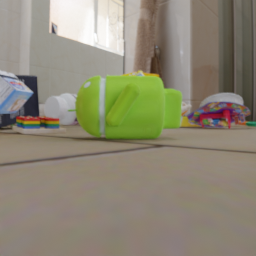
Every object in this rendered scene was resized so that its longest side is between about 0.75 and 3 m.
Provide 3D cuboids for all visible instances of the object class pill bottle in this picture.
[{"bbox_3d":[-2.548,-0.845,13.122,1.456,1.456,2.593,1,2,36],"label":"pill bottle"}]

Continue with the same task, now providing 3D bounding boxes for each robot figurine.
[{"bbox_3d":[-0.044,-0.315,4.321,1.671,0.966,1.466,1,13,-2],"label":"robot figurine"}]

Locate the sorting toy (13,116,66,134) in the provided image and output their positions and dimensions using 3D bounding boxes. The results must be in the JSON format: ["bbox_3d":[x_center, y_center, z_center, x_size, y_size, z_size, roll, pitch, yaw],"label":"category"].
[{"bbox_3d":[-1.987,-0.081,6.253,0.923,0.323,0.929,-1,5,-35],"label":"sorting toy"}]

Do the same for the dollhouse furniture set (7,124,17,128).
[{"bbox_3d":[-4.139,-0.065,9.749,0.382,0.295,0.763,-8,-23,40],"label":"dollhouse furniture set"}]

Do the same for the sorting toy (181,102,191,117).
[{"bbox_3d":[0.895,-0.881,12.459,2.723,1.455,2.452,37,34,29],"label":"sorting toy"}]

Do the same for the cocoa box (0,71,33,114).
[{"bbox_3d":[-2.503,-0.710,5.687,0.631,0.641,0.962,42,3,-3],"label":"cocoa box"}]

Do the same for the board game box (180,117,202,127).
[{"bbox_3d":[1.955,-0.218,10.079,1.739,0.351,1.330,-1,1,-5],"label":"board game box"}]

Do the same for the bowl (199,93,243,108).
[{"bbox_3d":[3.750,-0.609,11.186,1.695,0.762,1.695,2,-29,1],"label":"bowl"}]

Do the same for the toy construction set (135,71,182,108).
[{"bbox_3d":[0.841,-1.035,9.519,1.987,0.915,1.303,27,-43,-17],"label":"toy construction set"}]

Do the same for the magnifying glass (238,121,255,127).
[{"bbox_3d":[3.856,-0.132,8.844,0.542,0.153,1.362,-4,2,-10],"label":"magnifying glass"}]

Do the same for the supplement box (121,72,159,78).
[{"bbox_3d":[0.001,-1.288,10.782,1.295,1.287,2.364,17,29,38],"label":"supplement box"}]

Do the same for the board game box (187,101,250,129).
[{"bbox_3d":[2.703,-0.224,8.523,1.463,0.361,1.852,14,-24,-19],"label":"board game box"}]

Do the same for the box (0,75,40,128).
[{"bbox_3d":[-4.318,-0.819,8.238,2.420,1.445,2.461,1,11,12],"label":"box"}]

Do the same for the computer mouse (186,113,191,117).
[{"bbox_3d":[4.144,-0.691,14.664,2.482,0.571,1.743,1,21,20],"label":"computer mouse"}]

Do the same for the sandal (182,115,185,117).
[{"bbox_3d":[2.504,-0.574,13.906,2.952,0.842,1.172,0,2,12],"label":"sandal"}]
